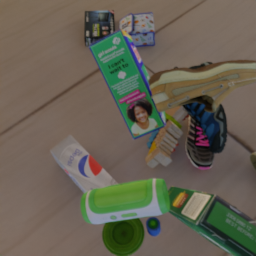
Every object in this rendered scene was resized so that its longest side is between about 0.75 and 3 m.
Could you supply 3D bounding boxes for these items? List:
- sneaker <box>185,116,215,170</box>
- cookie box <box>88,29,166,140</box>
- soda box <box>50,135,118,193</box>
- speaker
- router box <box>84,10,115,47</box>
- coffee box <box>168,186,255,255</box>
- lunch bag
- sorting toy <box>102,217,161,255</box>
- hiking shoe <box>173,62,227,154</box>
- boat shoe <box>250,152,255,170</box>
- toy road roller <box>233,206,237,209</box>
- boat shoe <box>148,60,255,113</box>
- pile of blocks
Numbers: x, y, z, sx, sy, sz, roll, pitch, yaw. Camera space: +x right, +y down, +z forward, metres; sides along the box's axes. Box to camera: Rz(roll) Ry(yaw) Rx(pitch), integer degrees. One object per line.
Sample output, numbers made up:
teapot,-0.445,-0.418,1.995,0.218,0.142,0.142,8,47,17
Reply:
sneaker,2.573,0.094,9.730,0.986,1.169,2.672,5,60,3
cookie box,0.107,-1.284,8.002,0.997,2.269,2.652,-24,100,12
soda box,-1.292,1.533,9.044,0.877,0.944,2.766,-39,67,-20
speaker,-0.053,1.307,4.966,1.494,0.661,0.661,-13,59,14
router box,-1.282,-4.529,12.720,1.367,0.567,1.824,-3,60,-2
coffee box,1.713,1.911,5.549,1.759,2.861,0.629,34,79,2
lunch bag,0.367,-4.340,12.398,1.572,0.973,1.336,-3,60,6
sorting toy,0.264,2.419,7.271,1.241,0.848,2.066,22,60,23
hiking shoe,2.085,-0.538,8.130,1.178,1.011,2.718,-9,73,6
boat shoe,4.811,1.417,9.342,0.568,0.621,1.662,-35,76,-20
toy road roller,2.918,2.800,8.557,0.683,0.575,0.936,13,55,21
boat shoe,1.985,-0.905,6.871,2.909,1.043,1.108,-10,79,-5
pile of blocks,1.413,0.267,9.973,0.851,1.124,2.737,38,70,-28
